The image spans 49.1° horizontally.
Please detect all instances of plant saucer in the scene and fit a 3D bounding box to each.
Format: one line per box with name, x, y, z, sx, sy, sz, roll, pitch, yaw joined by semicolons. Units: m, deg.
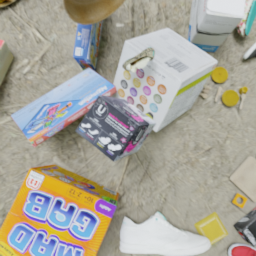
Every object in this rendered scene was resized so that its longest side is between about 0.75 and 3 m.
plant saucer;2.769;3.383;9.261;0.869;0.211;0.869;-30;85;-2
plant saucer;-0.588;-3.735;6.518;0.490;2.765;2.765;44;86;12

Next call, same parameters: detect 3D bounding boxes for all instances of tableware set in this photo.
tableware set;3.192;-1.455;9.707;1.895;0.291;1.277;19;82;3

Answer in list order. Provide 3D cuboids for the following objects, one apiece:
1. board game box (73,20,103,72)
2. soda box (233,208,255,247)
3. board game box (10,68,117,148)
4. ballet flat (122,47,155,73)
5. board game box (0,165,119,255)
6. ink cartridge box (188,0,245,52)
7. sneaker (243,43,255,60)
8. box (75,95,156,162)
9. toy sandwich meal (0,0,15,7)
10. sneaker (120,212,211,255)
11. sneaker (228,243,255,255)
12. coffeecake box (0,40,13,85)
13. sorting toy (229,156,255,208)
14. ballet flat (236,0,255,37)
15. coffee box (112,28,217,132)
board game box;-1.187;-3.322;8.986;0.465;1.825;2.696;8;90;1
soda box;4.471;2.877;9.050;2.015;0.713;0.638;-36;87;-4
board game box;-1.815;-0.686;7.973;2.758;0.268;1.420;-36;50;-18
ballet flat;0.214;-1.526;6.619;0.347;1.024;0.386;27;54;-37
board game box;-1.884;2.706;8.180;2.459;2.461;2.460;24;85;2
ink cartridge box;2.696;-3.733;8.746;1.074;2.550;1.844;8;85;1
sneaker;5.001;-2.683;9.553;2.091;0.739;1.037;-32;80;-7
box;-0.162;-0.028;5.961;1.049;1.588;0.911;37;103;13
toy sandwich meal;-4.632;-5.344;9.758;2.461;0.843;2.461;0;85;0
sneaker;1.168;3.339;8.919;2.856;1.074;1.264;1;73;1
sneaker;4.298;4.500;8.586;2.367;1.331;0.843;33;85;3
coffeecake box;-5.592;-2.068;9.162;2.769;1.012;2.125;15;71;1
sorting toy;4.150;1.722;9.393;1.172;0.284;2.082;43;86;8
ballet flat;4.165;-4.409;9.754;0.887;1.050;2.776;19;79;32
coffee box;0.994;-1.454;8.309;1.963;1.944;1.966;41;48;19
